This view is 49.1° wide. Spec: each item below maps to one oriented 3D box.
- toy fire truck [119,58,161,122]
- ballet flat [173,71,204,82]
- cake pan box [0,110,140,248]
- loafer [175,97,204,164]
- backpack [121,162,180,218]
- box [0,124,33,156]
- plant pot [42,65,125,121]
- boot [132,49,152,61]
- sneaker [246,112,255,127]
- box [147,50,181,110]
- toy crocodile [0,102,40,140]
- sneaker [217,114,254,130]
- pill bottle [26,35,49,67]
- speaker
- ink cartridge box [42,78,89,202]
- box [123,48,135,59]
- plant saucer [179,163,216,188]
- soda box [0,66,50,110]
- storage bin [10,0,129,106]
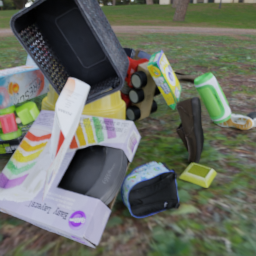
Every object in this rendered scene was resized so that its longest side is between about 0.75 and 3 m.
[{"bbox_3d":[-0.171,-1.688,10.619,1.619,2.215,2.517,-25,50,-34],"label":"toy fire truck"},{"bbox_3d":[3.257,-2.944,15.821,2.542,0.589,0.857,19,31,34],"label":"ballet flat"},{"bbox_3d":[-1.311,0.880,6.013,2.738,0.716,2.521,9,60,27],"label":"cake pan box"},{"bbox_3d":[1.707,0.087,7.845,0.713,1.997,0.729,0,21,22],"label":"loafer"},{"bbox_3d":[0.424,1.371,6.193,1.158,1.059,0.851,-16,22,-17],"label":"backpack"},{"bbox_3d":[-3.200,0.313,8.388,1.973,0.437,1.580,-8,16,32],"label":"box"},{"bbox_3d":[-1.469,-1.348,9.574,2.898,2.726,2.898,4,19,-1],"label":"plant pot"},{"bbox_3d":[1.282,-3.036,14.361,3.000,1.454,1.121,2,29,-40],"label":"boot"},{"bbox_3d":[5.092,-0.412,10.611,1.290,0.456,0.640,-9,32,-10],"label":"sneaker"},{"bbox_3d":[1.272,-1.552,9.257,0.425,1.757,1.031,-17,30,28],"label":"box"},{"bbox_3d":[-3.625,-0.032,7.011,2.805,0.947,0.866,-15,19,-22],"label":"toy crocodile"},{"bbox_3d":[3.873,-0.255,10.365,1.519,0.574,0.666,22,15,37],"label":"sneaker"},{"bbox_3d":[-3.415,-2.853,10.831,0.814,1.496,0.814,16,12,-3],"label":"pill bottle"},{"bbox_3d":[2.356,-0.817,7.796,0.602,1.362,0.602,-28,14,8],"label":"speaker"},{"bbox_3d":[-1.281,0.222,4.996,0.451,1.460,1.800,24,54,-5],"label":"ink cartridge box"},{"bbox_3d":[-0.331,-3.503,15.428,1.963,1.210,1.947,13,-3,25],"label":"box"},{"bbox_3d":[1.885,1.210,7.506,0.785,0.188,0.784,16,30,30],"label":"plant saucer"},{"bbox_3d":[-3.078,-1.121,7.445,0.834,0.775,2.438,6,21,15],"label":"soda box"},{"bbox_3d":[-1.301,-2.016,6.965,1.769,2.617,1.227,-20,31,21],"label":"storage bin"}]
